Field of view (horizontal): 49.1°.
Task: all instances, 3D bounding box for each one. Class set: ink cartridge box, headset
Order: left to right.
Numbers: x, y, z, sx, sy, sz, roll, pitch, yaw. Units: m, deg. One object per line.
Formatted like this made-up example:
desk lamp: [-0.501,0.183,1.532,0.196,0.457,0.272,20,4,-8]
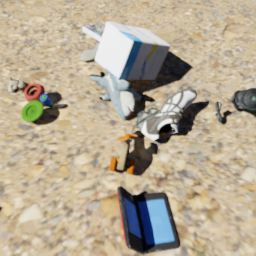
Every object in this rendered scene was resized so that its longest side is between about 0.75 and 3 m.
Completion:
ink cartridge box: [0.199,-3.178,11.851,2.351,1.717,1.725,-10,44,-44]
headset: [4.599,-0.914,10.837,2.519,1.556,1.184,-7,93,-5]

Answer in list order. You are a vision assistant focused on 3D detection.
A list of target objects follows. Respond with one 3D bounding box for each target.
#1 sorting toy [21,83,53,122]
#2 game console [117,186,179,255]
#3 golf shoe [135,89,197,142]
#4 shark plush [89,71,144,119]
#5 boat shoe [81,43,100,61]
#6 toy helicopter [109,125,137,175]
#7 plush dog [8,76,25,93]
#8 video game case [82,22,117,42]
sorting toy: [-3.600,-0.930,11.287,1.104,0.754,1.837,-11,62,10]
game console: [0.550,2.559,8.093,1.064,1.545,1.793,-25,49,14]
golf shoe: [1.681,-0.436,10.665,2.811,1.093,1.328,-31,65,-14]
shark plush: [-0.769,-1.592,11.613,2.978,1.353,1.240,39,91,22]
boat shoe: [-1.708,-3.661,13.714,1.560,0.445,0.522,-42,96,-25]
toy helicopter: [-0.068,0.531,9.607,0.789,1.323,2.001,9,40,5]
plush dog: [-4.813,-1.904,12.163,0.648,0.606,0.755,10,46,-22]
video game case: [-0.706,-4.719,14.298,2.444,0.281,2.227,38,45,27]
